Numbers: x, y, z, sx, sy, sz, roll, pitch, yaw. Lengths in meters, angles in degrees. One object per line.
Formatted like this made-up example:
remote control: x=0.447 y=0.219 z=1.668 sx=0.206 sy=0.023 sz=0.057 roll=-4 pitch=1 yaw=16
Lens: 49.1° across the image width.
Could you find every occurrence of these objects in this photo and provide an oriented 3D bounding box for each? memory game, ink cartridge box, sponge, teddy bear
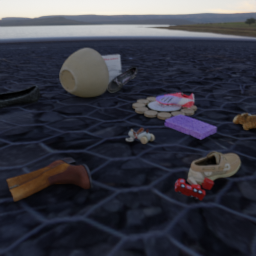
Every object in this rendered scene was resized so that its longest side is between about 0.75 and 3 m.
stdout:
memory game: x=1.594 y=-0.916 z=12.428 sx=2.832 sy=0.180 sz=2.832 roll=0 pitch=22 yaw=0
ink cartridge box: x=-1.059 y=-3.141 z=15.511 sx=1.244 sy=1.704 sz=0.719 roll=-9 pitch=17 yaw=-15
sponge: x=2.277 y=-0.067 z=10.347 sx=0.934 sy=0.250 sz=1.674 roll=-20 pitch=30 yaw=-37
teddy bear: x=4.731 y=-0.203 z=10.457 sx=1.583 sy=0.529 sz=1.148 roll=8 pitch=19 yaw=36

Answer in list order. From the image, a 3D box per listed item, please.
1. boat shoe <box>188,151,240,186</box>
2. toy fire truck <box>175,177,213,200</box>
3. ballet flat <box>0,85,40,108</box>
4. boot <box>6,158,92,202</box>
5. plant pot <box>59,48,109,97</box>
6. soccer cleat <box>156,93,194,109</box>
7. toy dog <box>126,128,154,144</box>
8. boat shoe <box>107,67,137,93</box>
boat shoe: x=2.379 y=0.962 z=7.470 sx=1.843 sy=0.595 sz=0.657 roll=-16 pitch=28 yaw=-34
toy fire truck: x=1.570 y=1.376 z=6.667 sx=0.932 sy=0.227 sz=0.657 roll=19 pitch=31 yaw=-1
ballet flat: x=-5.487 y=-1.455 z=12.754 sx=2.858 sy=0.812 sz=0.950 roll=-13 pitch=42 yaw=-26
boot: x=-1.894 y=1.286 z=6.733 sx=1.748 sy=0.599 sz=1.646 roll=-17 pitch=29 yaw=-33
plant pot: x=-2.309 y=-2.467 z=13.364 sx=2.372 sy=2.372 sz=1.593 roll=16 pitch=31 yaw=33
soccer cleat: x=2.039 y=-1.283 z=12.241 sx=1.689 sy=0.646 sz=0.563 roll=12 pitch=24 yaw=22
toy dog: x=0.408 y=0.196 z=9.415 sx=0.954 sy=0.459 sz=0.629 roll=8 pitch=21 yaw=20
boat shoe: x=-0.304 y=-2.636 z=14.901 sx=1.998 sy=0.569 sz=0.668 roll=-39 pitch=82 yaw=-22
